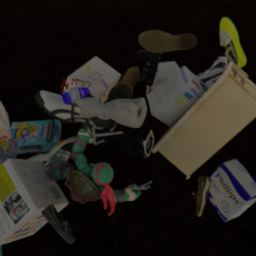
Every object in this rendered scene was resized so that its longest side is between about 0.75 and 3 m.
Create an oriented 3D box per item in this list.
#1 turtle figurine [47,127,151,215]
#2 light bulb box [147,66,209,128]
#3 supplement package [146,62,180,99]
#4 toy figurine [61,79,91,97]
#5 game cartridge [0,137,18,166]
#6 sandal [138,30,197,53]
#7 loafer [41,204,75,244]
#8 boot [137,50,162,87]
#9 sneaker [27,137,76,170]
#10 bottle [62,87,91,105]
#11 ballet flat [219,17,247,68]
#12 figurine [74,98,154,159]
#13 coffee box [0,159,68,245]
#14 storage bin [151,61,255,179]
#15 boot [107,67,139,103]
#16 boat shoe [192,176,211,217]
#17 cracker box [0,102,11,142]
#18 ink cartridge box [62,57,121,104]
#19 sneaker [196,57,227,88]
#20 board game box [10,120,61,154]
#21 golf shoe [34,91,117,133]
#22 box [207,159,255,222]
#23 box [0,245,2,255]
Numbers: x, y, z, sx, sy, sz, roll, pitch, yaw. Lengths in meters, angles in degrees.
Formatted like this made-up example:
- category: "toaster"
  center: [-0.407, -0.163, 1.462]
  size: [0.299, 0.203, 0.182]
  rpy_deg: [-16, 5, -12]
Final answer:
- category: "turtle figurine"
  center: [-0.856, 1.075, 6.602]
  size: [1.399, 2.080, 2.779]
  rpy_deg: [-32, 5, -40]
- category: "light bulb box"
  center: [1.556, -0.745, 7.999]
  size: [1.399, 1.411, 0.881]
  rpy_deg: [30, 37, -36]
- category: "supplement package"
  center: [1.730, -2.010, 13.552]
  size: [1.391, 1.846, 1.401]
  rpy_deg: [-7, 41, -8]
- category: "toy figurine"
  center: [-1.757, -1.426, 10.545]
  size: [1.352, 0.713, 0.810]
  rpy_deg: [9, 3, 25]
- category: "game cartridge"
  center: [-3.928, 0.606, 8.768]
  size: [0.301, 0.992, 1.488]
  rpy_deg: [-29, 29, 6]
- category: "sandal"
  center: [1.372, -3.071, 10.116]
  size: [2.058, 0.755, 0.677]
  rpy_deg: [0, 10, -3]
- category: "loafer"
  center: [-1.261, 1.772, 5.204]
  size: [0.841, 0.302, 0.264]
  rpy_deg: [40, 74, 15]
- category: "boot"
  center: [0.611, -2.203, 10.348]
  size: [1.049, 0.418, 1.273]
  rpy_deg: [12, 81, 35]
- category: "sneaker"
  center: [-2.622, 1.321, 10.550]
  size: [2.609, 0.987, 1.144]
  rpy_deg: [-33, 71, -34]
- category: "bottle"
  center: [-1.584, -1.032, 8.708]
  size: [0.962, 0.402, 0.314]
  rpy_deg: [-28, 18, -39]
- category: "ballet flat"
  center: [3.865, -3.121, 10.595]
  size: [0.682, 2.034, 0.680]
  rpy_deg: [-36, 21, -11]
- category: "figurine"
  center: [-0.372, -0.064, 6.810]
  size: [1.690, 1.732, 0.746]
  rpy_deg: [6, 47, 22]
- category: "coffee box"
  center: [-2.709, 1.811, 7.051]
  size: [1.445, 1.459, 1.461]
  rpy_deg: [-41, 72, 7]
- category: "storage bin"
  center: [2.488, -0.346, 8.506]
  size: [1.361, 2.904, 2.884]
  rpy_deg: [41, 30, 4]
- category: "boot"
  center: [-0.079, -1.561, 10.145]
  size: [0.726, 1.922, 2.195]
  rpy_deg: [32, 50, -6]
- category: "boat shoe"
  center: [1.660, 1.573, 6.520]
  size: [0.344, 0.930, 0.343]
  rpy_deg: [14, -1, 16]
- category: "cracker box"
  center: [-3.385, -0.489, 6.805]
  size: [0.436, 1.513, 1.014]
  rpy_deg: [-21, 48, -11]
- category: "ink cartridge box"
  center: [-1.830, -1.833, 13.196]
  size: [1.592, 1.635, 2.543]
  rpy_deg: [36, 49, 3]
- category: "sneaker"
  center: [2.417, -1.500, 9.723]
  size: [1.867, 1.145, 2.869]
  rpy_deg: [3, 50, 25]
- category: "board game box"
  center: [-3.943, 0.349, 11.842]
  size: [2.055, 0.482, 1.552]
  rpy_deg: [-5, 41, -6]
- category: "golf shoe"
  center: [-1.614, -0.701, 9.319]
  size: [2.828, 1.336, 1.099]
  rpy_deg: [28, 22, -23]
- category: "box"
  center: [2.807, 1.709, 7.671]
  size: [0.659, 1.255, 1.155]
  rpy_deg: [-7, 48, -32]
- category: "box"
  center: [-4.391, 3.203, 8.446]
  size: [0.889, 0.531, 2.160]
  rpy_deg: [-16, 43, -18]
